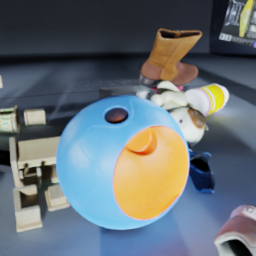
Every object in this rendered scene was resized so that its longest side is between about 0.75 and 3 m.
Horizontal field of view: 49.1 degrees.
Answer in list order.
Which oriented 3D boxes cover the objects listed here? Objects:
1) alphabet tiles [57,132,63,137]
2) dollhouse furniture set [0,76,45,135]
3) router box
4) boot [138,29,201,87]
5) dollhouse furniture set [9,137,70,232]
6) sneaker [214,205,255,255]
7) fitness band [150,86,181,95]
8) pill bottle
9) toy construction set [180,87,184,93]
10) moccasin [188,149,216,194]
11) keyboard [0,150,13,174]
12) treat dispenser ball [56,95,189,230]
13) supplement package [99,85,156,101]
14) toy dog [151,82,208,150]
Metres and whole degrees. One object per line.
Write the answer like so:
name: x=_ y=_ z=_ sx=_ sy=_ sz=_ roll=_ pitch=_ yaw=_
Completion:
alphabet tiles: x=-1.780 y=0.279 z=9.640 sx=1.392 sy=0.063 sz=1.665 roll=14 pitch=23 yaw=34
dollhouse furniture set: x=-4.269 y=-0.903 z=9.895 sx=2.394 sy=2.118 sz=1.331 roll=-6 pitch=21 yaw=-15
router box: x=3.545 y=-3.310 z=8.551 sx=1.154 sy=1.468 sz=0.383 roll=18 pitch=-9 yaw=10
boot: x=1.826 y=-2.560 z=9.958 sx=2.545 sy=0.926 sz=2.704 roll=1 pitch=-24 yaw=-15
dollhouse furniture set: x=-1.306 y=1.178 z=6.145 sx=2.213 sy=1.231 sz=1.958 roll=-7 pitch=45 yaw=-20
sneaker: x=2.281 y=1.967 z=3.888 sx=1.067 sy=0.878 sz=2.319 roll=-23 pitch=22 yaw=-34
fitness band: x=1.951 y=-2.079 z=15.459 sx=2.071 sy=0.387 sz=1.487 roll=-19 pitch=19 yaw=-26
pill bottle: x=3.365 y=-1.194 z=12.009 sx=1.269 sy=1.269 sz=2.434 roll=17 pitch=26 yaw=40
toy construction set: x=2.726 y=-2.095 z=15.847 sx=1.108 sy=0.510 sz=0.726 roll=-25 pitch=29 yaw=-29
moccasin: x=1.807 y=0.924 z=6.942 sx=0.731 sy=0.620 sz=1.818 roll=-2 pitch=19 yaw=-6
keyboard: x=-3.777 y=0.930 z=7.448 sx=2.513 sy=0.322 sz=1.509 roll=4 pitch=13 yaw=13
treat dispenser ball: x=-0.100 y=0.606 z=5.236 sx=2.433 sy=2.433 sz=2.433 roll=0 pitch=19 yaw=0
supplement package: x=-0.043 y=-1.128 z=12.047 sx=2.011 sy=1.115 sz=1.566 roll=-9 pitch=21 yaw=-23
toy dog: x=1.551 y=-0.136 z=8.937 sx=2.388 sy=1.718 sz=2.463 roll=34 pitch=15 yaw=-10
